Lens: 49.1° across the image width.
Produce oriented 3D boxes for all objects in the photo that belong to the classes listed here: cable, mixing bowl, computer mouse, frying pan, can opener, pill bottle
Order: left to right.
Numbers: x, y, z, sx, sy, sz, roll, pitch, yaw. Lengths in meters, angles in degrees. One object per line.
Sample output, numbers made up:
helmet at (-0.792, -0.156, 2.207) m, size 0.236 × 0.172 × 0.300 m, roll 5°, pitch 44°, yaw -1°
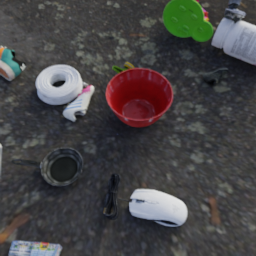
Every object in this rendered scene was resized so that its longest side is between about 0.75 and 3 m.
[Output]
frying pan at (-2.651, 1.438, 9.394) m, size 2.322 × 0.378 × 1.405 m, roll -15°, pitch 58°, yaw -7°
cable at (-2.767, -1.728, 11.232) m, size 1.808 × 0.626 × 1.808 m, roll 36°, pitch 65°, yaw 21°
mixing bowl at (0.398, -0.896, 10.328) m, size 2.355 × 1.275 × 2.355 m, roll 0°, pitch 57°, yaw 0°
computer mouse at (0.558, 2.318, 8.708) m, size 2.626 × 0.576 × 1.440 m, roll 10°, pitch 57°, yaw 6°
can opener at (4.729, -5.157, 12.287) m, size 0.798 × 1.000 × 2.992 m, roll 20°, pitch 21°, yaw 12°
pill bottle at (5.031, -3.649, 11.960) m, size 2.561 × 1.452 × 1.452 m, roll 29°, pitch 62°, yaw 16°

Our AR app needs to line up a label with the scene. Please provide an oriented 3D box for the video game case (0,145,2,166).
video game case at (-3.415, -0.012, 6.086) m, size 0.213 × 1.697 × 2.370 m, roll -25°, pitch 68°, yaw -39°

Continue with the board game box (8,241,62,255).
board game box at (-2.741, 3.963, 7.740) m, size 1.476 × 0.455 × 1.476 m, roll 4°, pitch 57°, yaw 3°

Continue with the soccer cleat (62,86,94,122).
soccer cleat at (-1.778, -0.911, 10.829) m, size 0.724 × 0.586 × 1.677 m, roll 40°, pitch 67°, yaw 5°

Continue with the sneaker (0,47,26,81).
sneaker at (-5.431, -3.035, 11.960) m, size 2.583 × 0.922 × 1.032 m, roll 39°, pitch 62°, yaw 15°

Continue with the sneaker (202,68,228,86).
sneaker at (3.701, -2.072, 11.590) m, size 1.115 × 0.426 × 0.638 m, roll -18°, pitch 61°, yaw -8°

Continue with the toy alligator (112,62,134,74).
toy alligator at (0.505, -1.806, 11.332) m, size 2.603 × 0.625 × 0.863 m, roll 32°, pitch 90°, yaw 9°

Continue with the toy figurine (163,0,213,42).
toy figurine at (3.084, -5.495, 13.237) m, size 2.464 × 1.850 × 2.268 m, roll 31°, pitch 51°, yaw -6°
